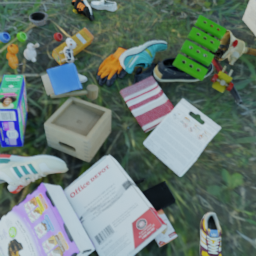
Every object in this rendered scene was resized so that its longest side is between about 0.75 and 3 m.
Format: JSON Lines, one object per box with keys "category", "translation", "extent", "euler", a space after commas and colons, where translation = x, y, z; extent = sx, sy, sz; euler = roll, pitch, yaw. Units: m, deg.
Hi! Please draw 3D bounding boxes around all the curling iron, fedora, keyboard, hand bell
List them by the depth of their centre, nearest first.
{"category": "keyboard", "translation": [0.342, 2.024, 8.073], "extent": [1.819, 0.187, 1.156], "euler": [-23, 67, -15]}
{"category": "curling iron", "translation": [3.578, -2.050, 10.356], "extent": [0.368, 0.713, 2.877], "euler": [2, 58, -17]}
{"category": "hand bell", "translation": [4.710, -3.009, 10.919], "extent": [2.221, 1.157, 1.157], "euler": [8, 57, -9]}
{"category": "fedora", "translation": [-3.867, -4.686, 12.164], "extent": [0.835, 0.377, 0.739], "euler": [11, 58, 8]}

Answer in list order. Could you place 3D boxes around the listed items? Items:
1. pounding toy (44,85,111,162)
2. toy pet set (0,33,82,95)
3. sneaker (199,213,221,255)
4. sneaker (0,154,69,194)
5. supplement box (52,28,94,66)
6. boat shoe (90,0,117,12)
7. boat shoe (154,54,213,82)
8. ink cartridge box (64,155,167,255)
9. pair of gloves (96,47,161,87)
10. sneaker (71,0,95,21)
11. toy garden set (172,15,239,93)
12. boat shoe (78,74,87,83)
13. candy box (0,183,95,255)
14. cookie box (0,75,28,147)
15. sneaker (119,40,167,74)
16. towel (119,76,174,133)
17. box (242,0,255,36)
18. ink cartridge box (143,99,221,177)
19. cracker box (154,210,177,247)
{"category": "pounding toy", "translation": [-1.600, -0.336, 9.074], "extent": [2.107, 1.097, 2.398], "euler": [20, 46, 14]}
{"category": "toy pet set", "translation": [-2.387, -2.154, 8.896], "extent": [1.248, 2.194, 2.350], "euler": [-10, 10, 39]}
{"category": "sneaker", "translation": [2.070, 2.838, 6.996], "extent": [0.529, 0.636, 1.412], "euler": [0, 56, 1]}
{"category": "sneaker", "translation": [-2.912, 1.387, 8.163], "extent": [2.349, 0.827, 1.098], "euler": [2, 65, 4]}
{"category": "supplement box", "translation": [-2.171, -3.209, 11.033], "extent": [0.585, 0.566, 1.702], "euler": [46, 66, -8]}
{"category": "boat shoe", "translation": [-1.112, -5.647, 12.736], "extent": [1.234, 0.428, 0.437], "euler": [10, 58, 6]}
{"category": "boat shoe", "translation": [2.127, -2.207, 10.273], "extent": [2.419, 0.753, 0.903], "euler": [-8, 62, -18]}
{"category": "ink cartridge box", "translation": [-0.366, 2.132, 7.295], "extent": [1.676, 0.946, 2.283], "euler": [-39, 64, -1]}
{"category": "pair of gloves", "translation": [0.066, -2.089, 10.561], "extent": [2.342, 0.290, 2.086], "euler": [27, 63, 15]}
{"category": "sneaker", "translation": [-2.031, -5.185, 12.416], "extent": [0.758, 0.589, 1.684], "euler": [-23, 58, -3]}
{"category": "toy garden set", "translation": [2.974, -2.569, 10.056], "extent": [2.152, 0.515, 2.582], "euler": [30, 65, 1]}
{"category": "boat shoe", "translation": [-1.972, -1.898, 10.467], "extent": [0.847, 0.283, 0.312], "euler": [6, 58, 3]}
{"category": "candy box", "translation": [-2.253, 2.792, 6.742], "extent": [2.249, 0.805, 1.887], "euler": [-40, 64, 5]}
{"category": "cookie box", "translation": [-3.559, -0.550, 8.657], "extent": [0.664, 1.511, 1.766], "euler": [0, 43, -13]}
{"category": "sneaker", "translation": [0.631, -2.667, 10.553], "extent": [2.081, 0.806, 0.829], "euler": [-29, 89, -20]}
{"category": "towel", "translation": [0.688, -0.855, 9.605], "extent": [1.324, 0.209, 1.838], "euler": [-27, 65, -8]}
{"category": "box", "translation": [6.238, -4.613, 11.579], "extent": [1.963, 1.290, 1.974], "euler": [-16, 59, -10]}
{"category": "ink cartridge box", "translation": [1.601, 0.288, 8.432], "extent": [1.493, 0.465, 1.855], "euler": [42, 91, 21]}
{"category": "cracker box", "translation": [0.880, 2.717, 7.600], "extent": [0.541, 0.233, 0.808], "euler": [-25, 62, -15]}
